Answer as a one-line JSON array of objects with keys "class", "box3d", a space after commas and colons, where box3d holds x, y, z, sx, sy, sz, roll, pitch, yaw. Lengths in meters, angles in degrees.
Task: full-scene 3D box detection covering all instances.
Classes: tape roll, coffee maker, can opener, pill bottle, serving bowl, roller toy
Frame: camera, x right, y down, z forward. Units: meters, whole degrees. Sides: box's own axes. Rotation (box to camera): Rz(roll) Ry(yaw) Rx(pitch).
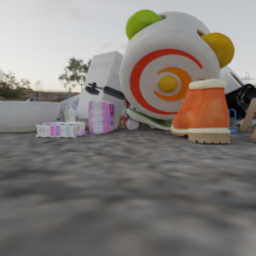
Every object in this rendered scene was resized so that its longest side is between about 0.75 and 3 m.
[{"class": "tape roll", "box3d": [3.637, -1.288, 10.454, 1.307, 1.903, 1.903, -43, -21, 29]}, {"class": "coffee maker", "box3d": [3.198, -0.712, 8.760, 1.493, 1.047, 1.555, 23, -20, -15]}, {"class": "can opener", "box3d": [-0.667, -1.059, 8.330, 1.233, 0.410, 0.325, 16, -6, -7]}, {"class": "pill bottle", "box3d": [0.011, -0.165, 9.791, 0.422, 0.422, 0.752, -3, 9, -39]}, {"class": "serving bowl", "box3d": [-3.598, -0.356, 8.968, 2.811, 0.925, 2.811, -1, 3, 0]}, {"class": "roller toy", "box3d": [1.180, -1.645, 7.850, 2.906, 2.651, 2.031, 11, 41, 0]}]

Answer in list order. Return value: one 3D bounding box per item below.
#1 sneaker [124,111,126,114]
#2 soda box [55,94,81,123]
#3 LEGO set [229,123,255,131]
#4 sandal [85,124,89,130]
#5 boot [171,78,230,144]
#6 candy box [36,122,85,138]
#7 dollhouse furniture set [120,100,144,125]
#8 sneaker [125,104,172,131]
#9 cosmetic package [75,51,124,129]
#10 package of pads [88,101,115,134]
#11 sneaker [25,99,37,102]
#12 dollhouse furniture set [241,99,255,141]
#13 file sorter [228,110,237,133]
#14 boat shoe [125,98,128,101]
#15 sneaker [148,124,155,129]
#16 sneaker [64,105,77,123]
[{"class": "sneaker", "box3d": [0.048, -0.678, 13.176, 0.404, 0.415, 1.043, -39, 2, 9]}, {"class": "soda box", "box3d": [-1.623, -1.016, 11.421, 2.904, 0.921, 0.991, -28, 11, -32]}, {"class": "LEGO set", "box3d": [3.889, -0.008, 8.469, 1.078, 0.471, 1.661, 0, -10, -18]}, {"class": "sandal", "box3d": [-1.297, -0.070, 9.633, 1.047, 0.283, 0.421, 1, 3, 15]}, {"class": "boot", "box3d": [1.606, -0.414, 6.437, 0.958, 1.369, 2.553, -2, 2, -6]}, {"class": "candy box", "box3d": [-1.662, 0.043, 7.000, 0.974, 0.348, 0.817, 0, 3, 10]}, {"class": "dollhouse furniture set", "box3d": [-0.195, -0.686, 12.688, 0.874, 1.156, 2.148, -16, 10, -41]}, {"class": "sneaker", "box3d": [0.964, -0.525, 9.396, 2.096, 0.929, 0.806, 17, 14, 1]}, {"class": "cosmetic package", "box3d": [-0.891, -1.368, 10.358, 1.413, 2.627, 1.114, 5, -15, 44]}, {"class": "package of pads", "box3d": [-0.777, -0.337, 8.460, 0.592, 0.943, 1.566, 1, 4, 5]}, {"class": "sneaker", "box3d": [-4.467, -0.652, 11.981, 1.052, 1.194, 2.679, 1, 4, 23]}, {"class": "dollhouse furniture set", "box3d": [3.493, 0.160, 5.604, 1.851, 0.904, 1.578, 24, 0, -10]}, {"class": "file sorter", "box3d": [2.489, -0.194, 8.211, 1.137, 0.697, 0.789, -2, 3, -30]}, {"class": "boat shoe", "box3d": [0.862, -1.403, 10.361, 2.495, 0.856, 0.706, -3, -40, 37]}, {"class": "sneaker", "box3d": [0.777, -0.768, 10.790, 1.026, 0.904, 2.301, 46, 1, -29]}, {"class": "sneaker", "box3d": [-2.031, -0.355, 9.558, 0.424, 0.483, 1.205, -23, 31, 3]}]
